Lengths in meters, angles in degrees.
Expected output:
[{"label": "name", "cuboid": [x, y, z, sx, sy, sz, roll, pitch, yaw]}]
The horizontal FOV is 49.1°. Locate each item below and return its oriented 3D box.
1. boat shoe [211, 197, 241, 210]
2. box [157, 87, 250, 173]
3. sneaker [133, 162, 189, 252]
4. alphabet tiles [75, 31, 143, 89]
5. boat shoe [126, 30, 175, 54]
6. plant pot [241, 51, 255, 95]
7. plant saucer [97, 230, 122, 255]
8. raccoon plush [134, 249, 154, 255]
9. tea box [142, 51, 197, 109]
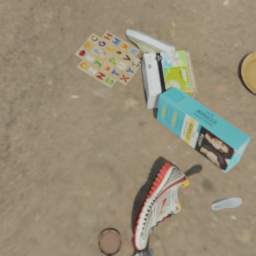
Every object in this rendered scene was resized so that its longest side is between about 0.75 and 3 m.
[{"label": "boat shoe", "cuboid": [2.488, 1.891, 7.148, 0.758, 0.235, 0.273, -18, 108, 19]}, {"label": "box", "cuboid": [2.200, 0.001, 8.763, 0.716, 1.199, 2.915, -33, 56, -26]}, {"label": "sneaker", "cuboid": [1.029, 2.521, 8.779, 1.174, 1.113, 2.858, 27, 73, 8]}, {"label": "alphabet tiles", "cuboid": [-0.779, -2.783, 11.241, 2.516, 0.080, 2.094, 33, 74, 11]}, {"label": "boat shoe", "cuboid": [0.779, -3.256, 11.076, 2.198, 0.791, 0.682, 32, 117, 22]}, {"label": "plant pot", "cuboid": [5.458, -2.024, 10.856, 2.217, 0.305, 2.217, 0, 70, -1]}, {"label": "plant saucer", "cuboid": [-0.580, 3.650, 8.889, 0.775, 0.134, 0.775, 0, 71, 0]}, {"label": "raccoon plush", "cuboid": [0.728, 4.244, 8.230, 1.561, 0.755, 1.046, 36, 107, -14]}, {"label": "tea box", "cuboid": [1.461, -1.758, 10.292, 1.700, 1.154, 1.728, -5, 70, -3]}]
